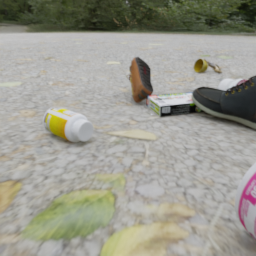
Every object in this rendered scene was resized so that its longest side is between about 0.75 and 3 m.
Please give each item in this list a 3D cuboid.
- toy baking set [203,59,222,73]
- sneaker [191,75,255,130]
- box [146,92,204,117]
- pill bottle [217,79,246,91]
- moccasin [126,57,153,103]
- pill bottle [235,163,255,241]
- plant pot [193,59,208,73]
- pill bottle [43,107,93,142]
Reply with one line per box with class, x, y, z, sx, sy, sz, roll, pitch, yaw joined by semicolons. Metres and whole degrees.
toy baking set;4.561;-3.285;15.068;1.099;0.167;1.432;29;13;-28
sneaker;3.262;-1.066;8.139;2.948;1.566;1.102;25;42;34
box;1.893;-0.863;9.658;2.258;0.392;1.243;-7;24;-16
pill bottle;3.972;-1.035;9.240;1.048;1.048;1.914;-16;27;-34
moccasin;0.404;-1.884;10.786;0.899;0.949;2.459;26;38;-33
pill bottle;2.477;1.363;2.938;1.469;1.469;2.591;-6;23;-13
plant pot;4.043;-3.356;15.327;0.537;0.756;0.756;9;16;-29
pill bottle;-1.554;-0.072;7.325;1.351;0.738;0.738;18;29;37
